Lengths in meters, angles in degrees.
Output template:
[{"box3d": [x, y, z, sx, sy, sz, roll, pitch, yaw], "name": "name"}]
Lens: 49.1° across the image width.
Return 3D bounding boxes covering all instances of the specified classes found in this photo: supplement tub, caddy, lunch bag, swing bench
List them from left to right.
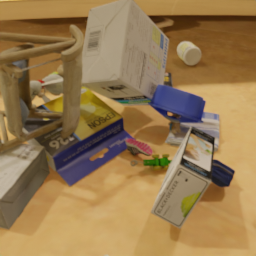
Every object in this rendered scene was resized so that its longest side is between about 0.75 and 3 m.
[{"box3d": [-2.365, -1.035, 7.294, 2.642, 2.628, 1.714, -11, 46, -23], "name": "swing bench"}, {"box3d": [1.632, -0.690, 9.321, 1.955, 1.026, 1.382, 21, 4, 23], "name": "caddy"}, {"box3d": [3.352, -4.185, 15.592, 1.023, 1.023, 1.411, -5, 33, -8], "name": "supplement tub"}, {"box3d": [2.351, 1.152, 7.382, 0.796, 0.541, 0.527, 31, 71, -6], "name": "lunch bag"}]

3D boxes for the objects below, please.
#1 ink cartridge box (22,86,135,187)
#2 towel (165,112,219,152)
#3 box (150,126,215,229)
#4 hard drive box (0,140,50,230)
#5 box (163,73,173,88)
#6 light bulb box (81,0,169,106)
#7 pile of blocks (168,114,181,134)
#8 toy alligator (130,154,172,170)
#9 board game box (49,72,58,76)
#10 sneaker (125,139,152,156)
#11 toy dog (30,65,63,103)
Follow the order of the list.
[{"box3d": [-1.589, 0.039, 8.780, 2.833, 0.666, 2.799, 37, 48, 26], "name": "ink cartridge box"}, {"box3d": [2.317, -0.005, 9.761, 1.690, 0.274, 2.301, 8, 34, 15], "name": "towel"}, {"box3d": [1.378, 1.036, 6.634, 0.721, 1.399, 2.399, 28, 24, 8], "name": "box"}, {"box3d": [-3.701, 1.241, 7.183, 2.602, 0.999, 2.028, 8, 34, 13], "name": "hard drive box"}, {"box3d": [0.709, -1.860, 12.380, 2.436, 0.589, 1.929, 3, 33, 5], "name": "box"}, {"box3d": [-0.040, -2.445, 9.982, 1.753, 2.785, 2.810, 2, -11, 34], "name": "light bulb box"}, {"box3d": [1.611, -0.080, 9.549, 0.410, 0.310, 0.998, -33, 27, 37], "name": "pile of blocks"}, {"box3d": [0.739, 1.006, 8.104, 1.456, 0.395, 0.432, -1, 77, -10], "name": "toy alligator"}, {"box3d": [-3.188, -2.416, 13.537, 1.165, 0.277, 0.592, 14, 35, 21], "name": "board game box"}, {"box3d": [0.328, 0.677, 8.584, 0.978, 0.428, 0.361, 22, 40, 30], "name": "sneaker"}, {"box3d": [-2.498, -1.289, 9.558, 1.086, 1.487, 2.255, 38, 46, 1], "name": "toy dog"}]
